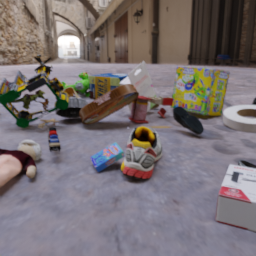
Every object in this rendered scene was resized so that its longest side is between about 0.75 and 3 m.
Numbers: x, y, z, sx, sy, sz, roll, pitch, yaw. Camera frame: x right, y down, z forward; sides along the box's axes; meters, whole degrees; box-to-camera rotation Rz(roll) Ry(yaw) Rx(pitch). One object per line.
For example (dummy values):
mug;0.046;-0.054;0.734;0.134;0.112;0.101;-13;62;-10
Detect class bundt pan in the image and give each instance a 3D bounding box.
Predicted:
bundt pan;-2.197;-0.828;11.111;1.385;0.520;1.385;-6;-15;-2

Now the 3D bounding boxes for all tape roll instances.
tape roll;4.590;-0.375;10.472;2.004;0.366;2.004;-4;23;2

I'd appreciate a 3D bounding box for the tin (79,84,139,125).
tin;-0.718;-0.861;10.318;2.341;0.490;1.311;-29;-16;7

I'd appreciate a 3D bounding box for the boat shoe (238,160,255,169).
boat shoe;2.892;1.032;5.963;0.481;0.445;1.302;-7;18;-23

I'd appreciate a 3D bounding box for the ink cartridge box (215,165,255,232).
ink cartridge box;2.216;1.230;5.068;0.972;0.564;1.348;8;18;26

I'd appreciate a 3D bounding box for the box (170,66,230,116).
box;3.072;-1.626;12.197;1.208;1.907;1.980;-1;14;-38

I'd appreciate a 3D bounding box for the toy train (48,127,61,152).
toy train;-2.061;0.282;7.764;0.302;0.406;1.773;-1;12;-17

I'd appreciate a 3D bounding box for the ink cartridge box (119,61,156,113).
ink cartridge box;0.410;-1.653;11.816;0.690;2.049;1.200;15;48;42

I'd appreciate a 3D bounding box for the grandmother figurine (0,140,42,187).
grandmother figurine;-2.728;0.832;6.399;1.403;0.701;2.314;30;17;4

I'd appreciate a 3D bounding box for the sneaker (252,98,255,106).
sneaker;6.078;-0.678;11.105;1.167;0.976;2.571;6;19;-13

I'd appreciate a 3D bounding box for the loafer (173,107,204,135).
loafer;2.021;-0.179;9.469;0.484;0.481;1.330;-24;51;-21

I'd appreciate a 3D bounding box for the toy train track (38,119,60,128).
toy train track;-2.967;-0.123;10.246;0.722;0.205;1.258;5;12;6

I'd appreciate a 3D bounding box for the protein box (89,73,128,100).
protein box;-0.845;-2.351;15.970;1.972;1.330;1.957;10;19;30

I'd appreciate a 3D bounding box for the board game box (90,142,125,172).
board game box;-0.514;0.709;6.873;0.764;0.172;0.581;-30;27;-9

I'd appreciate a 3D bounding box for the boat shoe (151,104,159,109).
boat shoe;0.771;-1.137;13.302;1.418;0.512;0.461;-2;-3;-12

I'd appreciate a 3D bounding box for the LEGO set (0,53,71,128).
LEGO set;-3.363;-1.321;10.086;2.530;1.946;1.466;-29;40;16

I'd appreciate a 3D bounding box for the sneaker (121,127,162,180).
sneaker;0.474;0.389;7.039;0.916;0.967;2.354;13;19;4

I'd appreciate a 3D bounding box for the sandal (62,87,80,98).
sandal;-2.722;-1.433;13.387;1.138;1.021;3.103;-3;17;-10

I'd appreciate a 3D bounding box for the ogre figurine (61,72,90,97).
ogre figurine;-2.783;-2.484;16.697;1.683;1.377;2.806;-10;-7;35

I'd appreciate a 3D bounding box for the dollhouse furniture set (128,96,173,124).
dollhouse furniture set;1.007;-0.749;11.245;1.866;1.004;0.759;-1;15;-26
